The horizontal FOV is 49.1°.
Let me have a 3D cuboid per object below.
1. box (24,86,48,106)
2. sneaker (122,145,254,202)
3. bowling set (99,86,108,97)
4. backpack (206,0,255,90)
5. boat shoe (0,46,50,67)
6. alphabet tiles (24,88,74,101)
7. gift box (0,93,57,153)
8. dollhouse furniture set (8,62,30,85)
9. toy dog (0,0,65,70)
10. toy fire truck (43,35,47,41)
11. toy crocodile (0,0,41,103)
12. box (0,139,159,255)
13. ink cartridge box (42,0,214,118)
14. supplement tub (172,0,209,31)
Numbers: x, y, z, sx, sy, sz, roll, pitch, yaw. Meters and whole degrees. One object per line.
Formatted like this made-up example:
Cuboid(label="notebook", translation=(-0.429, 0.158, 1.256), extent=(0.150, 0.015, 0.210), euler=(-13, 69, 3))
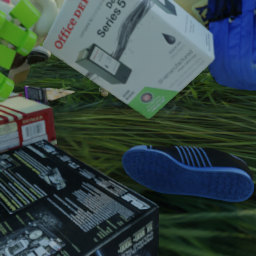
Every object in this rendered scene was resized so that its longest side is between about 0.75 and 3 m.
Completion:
Cuboid(label="box", translation=(-3.612, -1.204, 10.971), extent=(1.083, 0.774, 0.196), euler=(14, 25, 29))
Cuboid(label="sneaker", translation=(1.202, 0.816, 5.808), extent=(2.565, 0.900, 0.999), euler=(12, 20, 13))
Cuboid(label="bowling set", translation=(-0.836, -1.960, 13.137), extent=(1.626, 0.873, 1.132), euler=(-15, 7, -31))
Cuboid(label="backpack", translation=(2.977, -2.195, 6.061), extent=(2.257, 2.777, 2.331), euler=(-2, 13, -26))
Cuboid(label="boat shoe", translation=(-3.269, -2.062, 8.469), extent=(1.808, 0.652, 0.641), euler=(-7, 64, -20))
Cuboid(label="alphabet tiles", translation=(-3.665, -1.521, 12.741), extent=(1.600, 0.072, 1.914), euler=(11, 23, 24))
Cuboid(label="gift box", translation=(-2.663, 0.173, 5.809), extent=(1.934, 2.072, 1.911), euler=(16, 21, 38))
Cuboid(label="dollhouse furniture set", translation=(-3.404, -1.638, 7.171), extent=(1.274, 1.038, 1.211), euler=(-30, 5, -30))
Cuboid(label="toy dog", translation=(-2.511, -2.256, 5.845), extent=(1.707, 2.372, 2.447), euler=(36, 31, -19))
Cuboid(label="toy fire truck", translation=(-2.273, -3.247, 8.217), extent=(0.490, 2.011, 1.418), euler=(35, 56, 14))
Cuboid(label="toy crocodile", translation=(-2.030, -1.085, 4.311), extent=(0.701, 2.077, 0.641), euler=(28, -1, -41))
Cuboid(label="box", translation=(-1.373, 1.392, 3.728), extent=(2.297, 1.208, 2.805), euler=(-20, 29, -41))
Cuboid(label="ink cartridge box", translation=(0.000, -1.810, 5.782), extent=(2.824, 2.054, 1.186), euler=(32, 42, -16))
Cuboid(label="supplement tub", translation=(1.383, -2.869, 7.975), extent=(2.965, 2.141, 2.141), euler=(-45, 38, -13))
